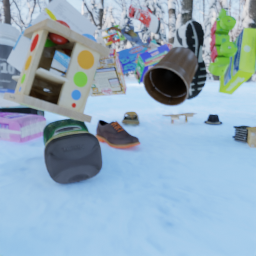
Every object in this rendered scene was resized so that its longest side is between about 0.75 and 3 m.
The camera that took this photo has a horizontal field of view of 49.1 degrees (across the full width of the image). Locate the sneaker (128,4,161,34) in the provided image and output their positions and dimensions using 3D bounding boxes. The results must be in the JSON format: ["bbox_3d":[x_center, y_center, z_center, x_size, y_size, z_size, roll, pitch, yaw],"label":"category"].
[{"bbox_3d":[0.461,-3.496,8.974,0.803,0.500,1.498,1,45,-22],"label":"sneaker"}]

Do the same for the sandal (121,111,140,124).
[{"bbox_3d":[0.157,-0.571,14.047,0.910,0.612,2.265,1,13,4],"label":"sandal"}]

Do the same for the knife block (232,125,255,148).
[{"bbox_3d":[4.837,0.273,10.347,1.798,0.575,1.578,2,14,14],"label":"knife block"}]

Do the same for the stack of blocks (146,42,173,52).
[{"bbox_3d":[1.766,-3.492,13.377,1.897,1.092,0.556,5,28,-41],"label":"stack of blocks"}]

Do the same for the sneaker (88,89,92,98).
[{"bbox_3d":[-2.265,-2.067,12.559,0.623,1.560,1.015,-39,26,-32],"label":"sneaker"}]

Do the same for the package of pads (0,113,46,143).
[{"bbox_3d":[-4.613,-0.054,11.047,2.445,0.925,1.473,6,11,24],"label":"package of pads"}]

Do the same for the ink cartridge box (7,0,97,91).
[{"bbox_3d":[-2.231,-2.515,8.395,1.509,2.067,1.516,37,-35,-20],"label":"ink cartridge box"}]

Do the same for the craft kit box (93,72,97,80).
[{"bbox_3d":[-1.777,-1.958,11.063,0.864,0.853,0.210,0,48,-33],"label":"craft kit box"}]

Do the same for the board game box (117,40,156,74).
[{"bbox_3d":[0.476,-3.726,14.938,2.177,0.490,1.656,-18,-19,1],"label":"board game box"}]

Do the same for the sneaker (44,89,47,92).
[{"bbox_3d":[-3.368,-1.141,10.057,1.961,0.735,0.828,21,41,14],"label":"sneaker"}]

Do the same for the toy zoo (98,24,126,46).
[{"bbox_3d":[-0.882,-4.560,13.829,1.347,0.884,0.138,-21,-15,-10],"label":"toy zoo"}]

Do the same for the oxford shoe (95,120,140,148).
[{"bbox_3d":[-0.457,0.199,10.131,0.807,0.823,2.268,-12,17,-43],"label":"oxford shoe"}]

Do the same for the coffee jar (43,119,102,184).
[{"bbox_3d":[-1.599,0.538,7.731,1.442,1.180,2.766,-10,14,-15],"label":"coffee jar"}]

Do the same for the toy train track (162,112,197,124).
[{"bbox_3d":[2.822,-0.511,14.340,1.691,0.480,2.948,-1,5,28],"label":"toy train track"}]

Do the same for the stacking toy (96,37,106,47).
[{"bbox_3d":[-1.535,-3.427,11.897,1.023,0.747,0.747,-1,11,25],"label":"stacking toy"}]

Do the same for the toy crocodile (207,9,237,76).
[{"bbox_3d":[3.050,-2.849,9.275,0.821,2.660,0.898,7,-23,2],"label":"toy crocodile"}]

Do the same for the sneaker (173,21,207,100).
[{"bbox_3d":[2.330,-2.554,10.903,1.075,2.915,1.166,-4,11,-22],"label":"sneaker"}]

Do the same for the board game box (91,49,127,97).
[{"bbox_3d":[-1.231,-2.556,13.541,1.866,2.464,0.570,-3,53,12],"label":"board game box"}]

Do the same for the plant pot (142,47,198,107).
[{"bbox_3d":[1.469,-1.737,9.038,1.523,1.523,1.508,8,47,32],"label":"plant pot"}]

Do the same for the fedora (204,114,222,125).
[{"bbox_3d":[4.209,-0.440,13.826,1.002,0.458,1.002,0,13,0],"label":"fedora"}]

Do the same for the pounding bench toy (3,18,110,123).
[{"bbox_3d":[-1.757,-1.280,6.301,1.445,1.815,2.326,17,-3,-38],"label":"pounding bench toy"}]

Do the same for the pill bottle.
[{"bbox_3d":[-4.247,-2.070,9.418,1.433,2.519,1.433,-3,-7,0],"label":"pill bottle"}]

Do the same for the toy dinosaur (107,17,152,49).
[{"bbox_3d":[0.184,-2.504,7.541,1.118,0.587,1.014,17,-6,26],"label":"toy dinosaur"}]

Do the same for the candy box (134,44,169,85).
[{"bbox_3d":[0.992,-2.581,11.540,1.292,0.588,1.528,-25,-18,-15],"label":"candy box"}]

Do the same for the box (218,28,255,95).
[{"bbox_3d":[3.880,-2.284,9.829,0.600,1.536,2.520,10,-12,3],"label":"box"}]

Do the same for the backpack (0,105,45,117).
[{"bbox_3d":[-4.957,-0.896,13.332,1.889,1.647,2.149,-6,7,0],"label":"backpack"}]
